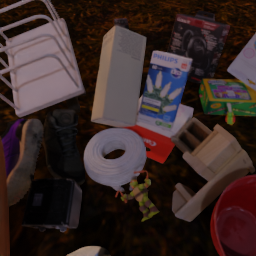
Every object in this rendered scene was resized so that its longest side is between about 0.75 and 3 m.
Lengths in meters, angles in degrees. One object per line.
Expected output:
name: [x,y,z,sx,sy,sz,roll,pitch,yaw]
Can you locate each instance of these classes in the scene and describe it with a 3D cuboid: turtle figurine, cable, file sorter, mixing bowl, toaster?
turtle figurine: [0.237,1.480,5.962,0.370,1.148,0.925,0,55,-49]
cable: [-0.340,0.672,6.829,1.552,0.537,1.552,12,51,23]
file sorter: [-2.293,-1.857,6.496,1.688,1.515,2.432,-20,64,3]
mixing bowl: [2.194,1.838,4.976,1.817,0.984,1.817,4,67,-9]
toaster: [-1.532,1.532,5.738,0.988,0.648,1.093,-3,61,9]

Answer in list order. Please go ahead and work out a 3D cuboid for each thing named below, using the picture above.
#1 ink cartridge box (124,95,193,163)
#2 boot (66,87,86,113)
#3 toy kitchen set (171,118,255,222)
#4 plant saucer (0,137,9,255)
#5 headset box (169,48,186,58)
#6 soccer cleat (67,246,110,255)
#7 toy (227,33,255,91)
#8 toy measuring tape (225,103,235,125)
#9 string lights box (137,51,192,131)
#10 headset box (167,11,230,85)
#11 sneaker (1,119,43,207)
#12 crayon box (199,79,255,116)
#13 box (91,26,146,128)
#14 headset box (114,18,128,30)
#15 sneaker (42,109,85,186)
ink cartridge box: [0.724,-0.106,7.881,1.623,0.570,1.997,22,43,21]
boot: [-1.585,-1.040,8.730,0.391,1.130,0.984,-23,2,24]
toy kitchen set: [1.267,0.677,6.127,1.766,2.164,1.953,-47,52,6]
plant saucer: [-2.232,1.245,4.487,0.472,2.925,2.925,-5,42,-21]
headset box: [1.361,-1.832,8.662,0.832,1.118,0.432,-37,55,-15]
soccer cleat: [-0.621,3.143,4.007,1.151,0.932,2.667,-14,54,8]
toy: [4.358,-2.253,8.438,1.536,0.630,2.667,38,91,9]
toy measuring tape: [2.878,-0.345,7.924,0.292,0.794,0.292,-15,43,14]
string lights box: [0.918,-0.957,7.194,0.945,1.839,0.542,17,20,14]
headset box: [2.253,-2.719,9.335,1.612,2.166,0.837,25,28,25]
sneaker: [-2.725,0.743,6.491,1.025,0.717,2.062,7,72,21]
crayon box: [3.264,-0.951,8.665,1.916,0.558,1.138,2,43,0]
box: [-0.241,-1.294,7.388,1.006,0.837,2.448,14,80,-27]
headset box: [-0.331,-4.802,13.011,0.626,0.325,0.841,-3,45,-4]
sneaker: [-1.552,0.348,6.766,0.807,1.209,2.111,-4,46,-31]
